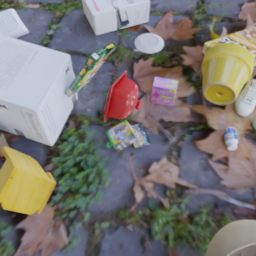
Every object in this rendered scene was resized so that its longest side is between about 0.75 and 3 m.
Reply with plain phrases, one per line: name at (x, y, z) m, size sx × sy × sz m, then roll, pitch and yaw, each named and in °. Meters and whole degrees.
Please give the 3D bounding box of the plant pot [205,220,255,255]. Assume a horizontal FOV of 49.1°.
plant pot at (3.126, 3.424, 7.102) m, size 2.710 × 2.710 × 1.819 m, roll 3°, pitch 17°, yaw 2°

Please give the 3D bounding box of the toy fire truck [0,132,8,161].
toy fire truck at (-5.611, 1.201, 9.021) m, size 2.486 × 1.817 × 2.825 m, roll 13°, pitch 48°, yaw 8°

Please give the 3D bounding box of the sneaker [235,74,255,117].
sneaker at (4.776, -1.384, 10.990) m, size 0.739 × 0.859 × 2.029 m, roll 24°, pitch 62°, yaw 13°

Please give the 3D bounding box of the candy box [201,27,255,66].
candy box at (4.849, -3.348, 12.216) m, size 2.790 × 0.772 × 1.611 m, roll -21°, pitch 55°, yaw -16°

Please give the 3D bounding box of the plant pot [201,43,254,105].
plant pot at (3.667, -1.928, 10.744) m, size 1.914 × 1.914 × 1.800 m, roll 18°, pitch 63°, yaw 11°

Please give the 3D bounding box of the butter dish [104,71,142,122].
butter dish at (-0.071, -0.975, 9.913) m, size 1.162 × 1.572 × 1.568 m, roll 23°, pitch 36°, yaw 7°

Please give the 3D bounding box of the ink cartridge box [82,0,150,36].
ink cartridge box at (-0.643, -5.894, 13.684) m, size 2.819 × 1.187 × 2.038 m, roll -19°, pitch 59°, yaw -12°

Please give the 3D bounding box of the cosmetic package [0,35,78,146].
cosmetic package at (-3.653, -1.281, 9.747) m, size 2.944 × 2.427 × 2.429 m, roll 18°, pitch 62°, yaw 7°

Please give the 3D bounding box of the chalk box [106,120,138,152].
chalk box at (-0.312, 0.346, 9.890) m, size 1.071 × 0.666 × 0.663 m, roll -30°, pitch 62°, yaw 3°

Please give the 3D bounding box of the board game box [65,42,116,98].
board game box at (-1.248, -1.821, 8.979) m, size 0.250 × 2.132 × 1.117 m, roll 49°, pitch 49°, yaw -2°

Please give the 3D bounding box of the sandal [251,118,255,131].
sandal at (5.604, -0.149, 10.356) m, size 1.961 × 0.560 × 0.779 m, roll -1°, pitch 57°, yaw 0°

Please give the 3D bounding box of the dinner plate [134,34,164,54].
dinner plate at (0.985, -4.005, 13.099) m, size 1.376 × 0.167 × 1.376 m, roll 1°, pitch 58°, yaw -1°

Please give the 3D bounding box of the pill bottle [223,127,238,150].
pill bottle at (3.697, 0.401, 10.085) m, size 0.433 × 0.433 × 0.772 m, roll 3°, pitch 59°, yaw 2°

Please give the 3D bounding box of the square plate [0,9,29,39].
square plate at (-6.281, -4.923, 13.594) m, size 2.233 × 0.318 × 2.212 m, roll -27°, pitch 62°, yaw -17°

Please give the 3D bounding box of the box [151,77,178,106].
box at (1.397, -1.393, 10.889) m, size 0.894 × 1.016 × 0.491 m, roll 12°, pitch 58°, yaw 7°

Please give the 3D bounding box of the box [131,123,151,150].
box at (0.371, 0.300, 10.297) m, size 0.627 × 0.173 × 0.917 m, roll -16°, pitch 59°, yaw -10°

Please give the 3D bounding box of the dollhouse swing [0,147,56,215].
dollhouse swing at (-3.386, 1.601, 8.625) m, size 1.442 × 1.640 × 1.491 m, roll 18°, pitch 77°, yaw 37°
